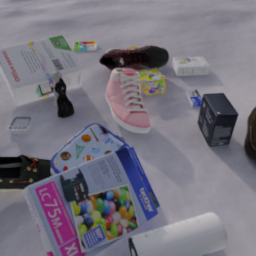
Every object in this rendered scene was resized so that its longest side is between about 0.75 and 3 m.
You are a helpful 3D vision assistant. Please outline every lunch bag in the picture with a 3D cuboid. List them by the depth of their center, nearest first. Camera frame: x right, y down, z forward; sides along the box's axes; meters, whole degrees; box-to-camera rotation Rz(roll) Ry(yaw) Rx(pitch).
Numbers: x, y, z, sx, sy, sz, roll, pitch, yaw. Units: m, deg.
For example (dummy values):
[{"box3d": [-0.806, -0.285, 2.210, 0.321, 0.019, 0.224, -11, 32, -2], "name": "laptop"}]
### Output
[{"box3d": [-0.894, 0.880, 7.432, 1.643, 0.775, 2.050, 37, 55, 13], "name": "lunch bag"}]

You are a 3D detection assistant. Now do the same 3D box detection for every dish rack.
[{"box3d": [-3.624, -0.105, 9.447, 0.681, 0.173, 0.794, -1, 38, 0], "name": "dish rack"}]

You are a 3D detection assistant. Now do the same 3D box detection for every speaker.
[{"box3d": [1.035, 2.380, 5.811, 1.942, 0.788, 0.788, -12, 40, -15], "name": "speaker"}]

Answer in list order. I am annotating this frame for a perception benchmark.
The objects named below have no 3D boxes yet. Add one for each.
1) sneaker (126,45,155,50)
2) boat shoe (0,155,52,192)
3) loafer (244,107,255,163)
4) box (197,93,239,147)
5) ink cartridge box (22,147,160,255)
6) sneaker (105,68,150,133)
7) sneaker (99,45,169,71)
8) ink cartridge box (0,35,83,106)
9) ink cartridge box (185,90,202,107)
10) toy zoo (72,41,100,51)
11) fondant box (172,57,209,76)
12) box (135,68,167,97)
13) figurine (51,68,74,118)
[{"box3d": [0.757, -3.433, 13.325, 1.830, 0.712, 0.752, -3, 42, 11], "name": "sneaker"}, {"box3d": [-2.644, 1.141, 7.233, 2.329, 0.730, 0.852, 0, 43, -21], "name": "boat shoe"}, {"box3d": [4.148, 0.051, 8.592, 1.000, 0.978, 2.741, 8, 39, 10], "name": "loafer"}, {"box3d": [2.766, -0.268, 8.802, 0.720, 1.227, 1.206, -4, 39, -5], "name": "box"}, {"box3d": [-0.526, 1.532, 6.041, 2.909, 0.610, 1.736, -19, 80, -38], "name": "ink cartridge box"}, {"box3d": [0.010, -1.097, 9.554, 1.065, 1.479, 2.829, 0, 35, -27], "name": "sneaker"}, {"box3d": [0.153, -2.805, 11.869, 2.969, 1.123, 1.715, 1, 21, 18], "name": "sneaker"}, {"box3d": [-3.430, -2.289, 10.906, 2.731, 1.147, 1.978, -23, 67, -25], "name": "ink cartridge box"}, {"box3d": [2.544, -1.139, 10.720, 0.441, 0.207, 0.938, -5, 39, -5], "name": "ink cartridge box"}, {"box3d": [-2.203, -4.340, 14.811, 1.403, 0.144, 0.920, -4, 38, -5], "name": "toy zoo"}, {"box3d": [2.807, -2.797, 12.646, 1.435, 0.418, 1.035, -2, 38, -4], "name": "fondant box"}, {"box3d": [0.861, -1.858, 11.273, 1.054, 0.643, 1.015, -10, 40, -14], "name": "box"}, {"box3d": [-2.392, -1.302, 9.981, 0.610, 1.382, 1.416, -13, 40, -15], "name": "figurine"}]
